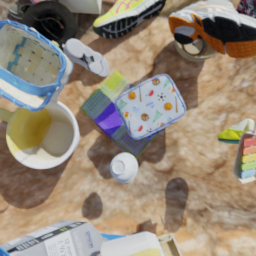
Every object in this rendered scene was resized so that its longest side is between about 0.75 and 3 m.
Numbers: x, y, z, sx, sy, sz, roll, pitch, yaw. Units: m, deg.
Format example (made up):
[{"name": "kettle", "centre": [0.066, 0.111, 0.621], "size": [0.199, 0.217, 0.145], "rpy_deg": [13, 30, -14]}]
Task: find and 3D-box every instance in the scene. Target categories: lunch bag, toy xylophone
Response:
[{"name": "lunch bag", "centre": [0.595, -0.524, 7.651], "size": [1.802, 0.681, 1.444], "rpy_deg": [-27, 95, 12]}, {"name": "toy xylophone", "centre": [2.572, 0.530, 5.778], "size": [0.871, 0.299, 1.190], "rpy_deg": [-15, 117, -25]}]

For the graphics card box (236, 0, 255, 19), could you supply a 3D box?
[{"name": "graphics card box", "centre": [3.200, -3.002, 7.205], "size": [0.367, 1.444, 0.906], "rpy_deg": [-9, 57, -11]}]

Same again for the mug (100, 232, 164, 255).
[{"name": "mug", "centre": [0.188, 2.605, 5.280], "size": [1.033, 1.008, 1.258], "rpy_deg": [-23, 63, 1]}]

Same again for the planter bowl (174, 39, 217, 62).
[{"name": "planter bowl", "centre": [2.205, -2.832, 9.030], "size": [1.601, 1.077, 1.601], "rpy_deg": [0, 85, 0]}]

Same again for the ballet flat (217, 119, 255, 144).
[{"name": "ballet flat", "centre": [2.996, 0.141, 6.645], "size": [0.697, 2.087, 0.700], "rpy_deg": [6, 93, -26]}]

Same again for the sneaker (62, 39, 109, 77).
[{"name": "sneaker", "centre": [-1.419, -2.284, 9.226], "size": [1.683, 0.967, 0.632], "rpy_deg": [32, 85, -31]}]

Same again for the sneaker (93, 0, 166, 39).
[{"name": "sneaker", "centre": [-0.100, -3.925, 9.252], "size": [2.627, 1.026, 1.186], "rpy_deg": [-31, 81, -11]}]

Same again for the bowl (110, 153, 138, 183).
[{"name": "bowl", "centre": [-0.174, 1.025, 7.244], "size": [0.785, 0.353, 0.785], "rpy_deg": [-6, 77, 25]}]

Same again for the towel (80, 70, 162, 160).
[{"name": "towel", "centre": [-0.097, -0.433, 9.184], "size": [1.850, 0.293, 2.576], "rpy_deg": [-45, 86, -3]}]

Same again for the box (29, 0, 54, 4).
[{"name": "box", "centre": [-2.945, -4.414, 9.012], "size": [0.673, 0.703, 1.410], "rpy_deg": [-37, 43, -4]}]

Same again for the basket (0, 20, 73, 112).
[{"name": "basket", "centre": [-2.498, -1.411, 6.297], "size": [2.173, 2.465, 1.714], "rpy_deg": [31, 107, 1]}]

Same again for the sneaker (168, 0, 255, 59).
[{"name": "sneaker", "centre": [2.330, -2.673, 6.880], "size": [1.355, 1.115, 2.945], "rpy_deg": [-41, 43, -11]}]

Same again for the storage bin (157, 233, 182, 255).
[{"name": "storage bin", "centre": [1.021, 4.172, 8.541], "size": [1.391, 0.656, 1.401], "rpy_deg": [-23, 84, -2]}]

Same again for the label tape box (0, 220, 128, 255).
[{"name": "label tape box", "centre": [-1.538, 2.687, 6.551], "size": [2.524, 1.809, 0.834], "rpy_deg": [-16, 84, -34]}]

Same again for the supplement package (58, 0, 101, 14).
[{"name": "supplement package", "centre": [-1.530, -5.095, 9.120], "size": [1.348, 1.331, 2.223], "rpy_deg": [5, 84, 0]}]

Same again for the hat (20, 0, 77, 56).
[{"name": "hat", "centre": [-2.638, -3.296, 9.157], "size": [1.867, 1.867, 0.753], "rpy_deg": [-27, 45, -3]}]

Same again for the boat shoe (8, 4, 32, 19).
[{"name": "boat shoe", "centre": [-3.412, -3.942, 9.468], "size": [1.409, 0.421, 0.503], "rpy_deg": [13, 84, 1]}]

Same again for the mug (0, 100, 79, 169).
[{"name": "mug", "centre": [-2.406, 0.036, 8.307], "size": [1.881, 1.928, 2.349], "rpy_deg": [-34, 85, -3]}]
